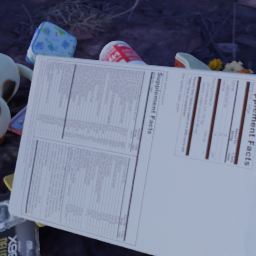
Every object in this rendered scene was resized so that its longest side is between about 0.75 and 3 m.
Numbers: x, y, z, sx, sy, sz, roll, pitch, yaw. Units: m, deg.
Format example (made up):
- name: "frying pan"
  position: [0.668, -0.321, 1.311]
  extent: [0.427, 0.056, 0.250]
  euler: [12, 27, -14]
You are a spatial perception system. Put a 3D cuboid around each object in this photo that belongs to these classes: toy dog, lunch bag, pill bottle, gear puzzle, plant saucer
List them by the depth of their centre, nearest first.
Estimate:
- name: "plant saucer"
  position: [-1.546, 1.282, 5.370]
  extent: [1.241, 0.301, 1.241]
  euler: [40, 29, 25]
- name: "toy dog"
  position: [-3.535, -0.687, 6.802]
  extent: [2.437, 1.754, 2.513]
  euler: [6, 44, -26]
- name: "pill bottle"
  position: [-0.026, -1.562, 7.727]
  extent: [1.020, 1.020, 1.817]
  euler: [-19, 47, -17]
- name: "gear puzzle"
  position: [2.784, -1.403, 7.761]
  extent: [1.050, 0.265, 2.027]
  euler: [-43, 41, 19]
- name: "lunch bag"
  position: [-2.313, -2.405, 8.504]
  extent: [1.253, 0.643, 1.559]
  euler: [25, 52, -24]

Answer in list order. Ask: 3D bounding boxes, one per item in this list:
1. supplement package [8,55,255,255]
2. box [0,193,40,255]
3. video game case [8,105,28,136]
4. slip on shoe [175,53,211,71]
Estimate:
- name: "supplement package"
  position: [0.379, 0.376, 4.318]
  extent: [2.844, 2.719, 2.091]
  euler: [9, 89, 16]
- name: "box"
  position: [-2.220, 1.882, 5.064]
  extent: [1.111, 0.351, 1.409]
  euler: [-10, 47, -10]
- name: "video game case"
  position: [-1.236, -0.203, 7.071]
  extent: [2.882, 0.251, 2.061]
  euler: [20, 49, 18]
- name: "slip on shoe"
  position: [1.825, -1.576, 7.967]
  extent: [0.701, 0.579, 1.894]
  euler: [-1, 33, -17]
